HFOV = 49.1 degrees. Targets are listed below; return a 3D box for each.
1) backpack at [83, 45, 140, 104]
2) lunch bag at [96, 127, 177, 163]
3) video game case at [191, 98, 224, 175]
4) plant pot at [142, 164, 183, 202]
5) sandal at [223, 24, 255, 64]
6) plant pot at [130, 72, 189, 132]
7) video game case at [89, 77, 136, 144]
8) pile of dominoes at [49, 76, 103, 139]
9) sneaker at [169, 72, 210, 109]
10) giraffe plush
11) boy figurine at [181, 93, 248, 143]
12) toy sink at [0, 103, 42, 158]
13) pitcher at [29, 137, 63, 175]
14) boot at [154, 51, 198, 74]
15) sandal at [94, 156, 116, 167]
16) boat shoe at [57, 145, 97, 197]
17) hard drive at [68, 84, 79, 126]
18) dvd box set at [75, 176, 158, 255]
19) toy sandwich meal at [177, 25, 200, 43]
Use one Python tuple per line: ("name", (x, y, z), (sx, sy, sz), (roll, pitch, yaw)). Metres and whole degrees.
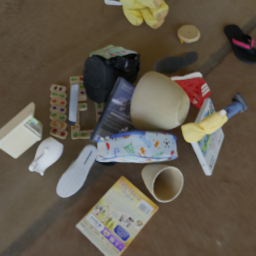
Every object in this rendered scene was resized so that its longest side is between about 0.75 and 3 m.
("backpack", (-0.593, -2.252, 10.823), (1.574, 2.075, 2.487), (30, 43, 19))
("lunch bag", (0.225, 0.642, 8.814), (2.444, 1.958, 0.923), (10, 74, -43))
("video game case", (2.687, 0.282, 9.457), (0.214, 1.776, 1.949), (-3, 40, 38))
("plant pot", (0.946, 1.598, 8.877), (1.101, 1.101, 1.175), (-31, 21, -17))
("sandal", (5.136, -3.901, 12.646), (0.992, 0.595, 2.641), (-15, 61, -8))
("plant pot", (1.185, -0.716, 9.171), (1.358, 2.024, 2.024), (18, 60, 30))
("video game case", (-0.213, -0.359, 9.575), (0.216, 1.623, 2.272), (23, 88, 46))
("pile of dominoes", (-2.026, -0.829, 10.908), (2.123, 0.434, 2.724), (-5, 60, -4))
("sneaker", (2.171, -1.312, 10.948), (2.369, 0.928, 1.368), (-22, 60, -12))
("giraffe plush", (0.655, -6.281, 12.689), (2.848, 2.457, 2.309), (21, 77, -2))
("boy figurine", (2.251, -0.206, 7.475), (1.787, 1.111, 0.576), (-30, 79, 4))
("toy sink", (-3.554, 0.085, 9.643), (1.609, 0.902, 1.049), (-39, 32, 8))
("pitcher", (-2.758, 0.925, 9.281), (0.752, 1.065, 1.241), (34, 79, 2))
("boot", (1.914, -2.730, 11.692), (1.907, 0.702, 0.720), (-18, 21, -9))
("sandal", (-0.905, 1.109, 9.910), (0.999, 0.239, 0.376), (13, 61, 8))
("boat shoe", (-1.662, 1.453, 9.428), (0.707, 0.696, 1.962), (38, 78, -6))
("hard drive", (-1.967, -0.810, 10.053), (0.290, 0.925, 1.372), (5, 79, -14))
("dvd box set", (-0.321, 2.808, 8.801), (1.585, 0.319, 2.167), (38, 66, 14))
("toy sandwich meal", (2.794, -4.343, 13.058), (1.149, 0.394, 1.149), (0, 63, 0))
